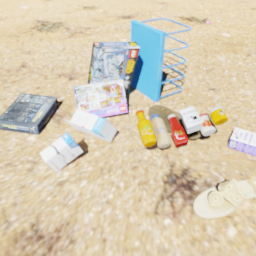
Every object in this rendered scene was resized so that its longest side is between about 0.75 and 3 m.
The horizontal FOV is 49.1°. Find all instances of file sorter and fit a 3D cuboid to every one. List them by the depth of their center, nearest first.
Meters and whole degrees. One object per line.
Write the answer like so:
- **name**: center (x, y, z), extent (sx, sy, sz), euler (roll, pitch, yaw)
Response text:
- **file sorter**: center (1.329, -2.931, 11.816), extent (1.761, 2.871, 1.992), euler (-19, 41, -28)

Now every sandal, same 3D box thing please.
- **sandal**: center (2.814, 1.603, 7.370), extent (2.403, 0.790, 0.881), euler (-11, 38, -15)

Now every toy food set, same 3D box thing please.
- **toy food set**: center (1.607, -0.223, 8.716), extent (2.609, 1.245, 1.174), euler (-20, 62, 6)

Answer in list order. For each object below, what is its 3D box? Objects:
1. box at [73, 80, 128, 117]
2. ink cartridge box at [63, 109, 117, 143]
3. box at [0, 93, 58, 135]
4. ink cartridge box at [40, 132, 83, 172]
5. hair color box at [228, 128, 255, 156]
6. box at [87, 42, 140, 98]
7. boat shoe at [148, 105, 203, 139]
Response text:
- **box**: center (-1.029, -1.046, 10.535), extent (1.859, 1.272, 0.364), euler (-10, 6, -12)
- **ink cartridge box**: center (-1.289, -0.109, 9.463), extent (1.585, 0.912, 0.538), euler (19, 75, 28)
- **box**: center (-3.700, -0.574, 10.537), extent (1.525, 0.493, 1.933), euler (6, 39, 7)
- **ink cartridge box**: center (-1.965, 0.730, 8.300), extent (1.017, 0.735, 0.428), euler (-39, 55, -10)
- **hair color box**: center (4.039, 0.510, 9.181), extent (1.299, 0.421, 0.710), euler (21, 42, 23)
- **box**: center (-0.651, -2.158, 10.894), extent (1.702, 2.486, 0.496), euler (-7, 52, -22)
- **boat shoe**: center (1.671, -0.170, 9.927), extent (2.144, 0.772, 0.724), euler (27, 6, 28)
